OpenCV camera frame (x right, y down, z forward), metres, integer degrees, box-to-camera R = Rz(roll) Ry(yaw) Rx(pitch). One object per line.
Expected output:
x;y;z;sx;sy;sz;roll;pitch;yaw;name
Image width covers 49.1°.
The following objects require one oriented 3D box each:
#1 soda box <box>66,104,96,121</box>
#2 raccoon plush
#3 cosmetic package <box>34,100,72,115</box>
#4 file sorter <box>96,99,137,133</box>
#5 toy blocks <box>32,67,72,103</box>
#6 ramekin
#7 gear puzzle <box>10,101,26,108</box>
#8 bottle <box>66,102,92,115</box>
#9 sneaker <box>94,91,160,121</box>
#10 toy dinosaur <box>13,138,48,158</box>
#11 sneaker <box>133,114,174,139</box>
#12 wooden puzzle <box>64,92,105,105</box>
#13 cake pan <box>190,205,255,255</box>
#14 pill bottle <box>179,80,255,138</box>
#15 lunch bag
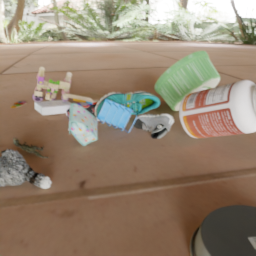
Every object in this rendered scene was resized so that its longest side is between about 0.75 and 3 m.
-1.773;-0.639;11.520;1.416;0.501;0.448;-12;-5;-29;soda box
-2.950;1.212;6.744;1.809;0.875;1.212;12;33;26;raccoon plush
-3.265;-0.924;12.435;1.460;0.377;1.101;-8;23;-33;cosmetic package
-0.387;-0.391;10.095;1.156;0.802;0.709;20;14;-28;file sorter
-3.514;-1.617;12.896;1.613;1.453;1.726;9;58;-19;toy blocks
2.584;-1.893;11.999;2.668;2.668;1.303;-20;71;-40;ramekin
-5.327;-1.129;13.429;0.507;0.128;0.978;4;22;11;gear puzzle
-2.138;-0.822;12.118;0.564;0.441;1.351;-29;5;37;bottle
-0.003;-0.930;11.362;2.852;1.105;1.136;-17;22;-25;sneaker
-2.941;0.657;8.663;1.271;0.302;0.560;24;8;5;toy dinosaur
0.789;-0.003;10.060;1.623;0.609;0.937;-8;42;32;sneaker
-1.598;-1.279;12.073;1.619;0.326;1.750;14;15;33;wooden puzzle
2.262;2.133;4.882;2.301;0.422;2.301;0;22;0;cake pan
3.042;-0.543;8.434;1.540;1.540;2.746;-20;7;-40;pill bottle
-1.554;-0.148;9.198;0.708;1.161;0.989;-27;40;17;lunch bag
